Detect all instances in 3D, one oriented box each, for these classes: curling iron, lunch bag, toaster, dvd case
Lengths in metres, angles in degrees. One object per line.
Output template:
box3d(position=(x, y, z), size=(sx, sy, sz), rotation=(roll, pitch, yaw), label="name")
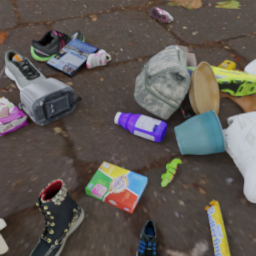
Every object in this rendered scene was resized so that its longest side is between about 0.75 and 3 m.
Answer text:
box3d(position=(1.850, -0.775, 9.483), size=(0.376, 0.194, 1.516), rotation=(11, 35, -20), label="curling iron")
box3d(position=(1.181, -1.537, 8.822), size=(1.405, 1.691, 2.017), rotation=(33, 31, -15), label="lunch bag")
box3d(position=(-2.543, -0.925, 9.008), size=(1.815, 1.031, 1.172), rotation=(-32, 49, -34), label="toaster")
box3d(position=(-2.235, -2.862, 11.339), size=(1.302, 0.160, 1.825), rotation=(28, 62, 18), label="dvd case")

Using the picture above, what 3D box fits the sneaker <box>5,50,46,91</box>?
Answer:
box3d(position=(-3.775, -2.014, 10.182), size=(2.511, 0.995, 0.928), rotation=(35, 51, 28), label="sneaker")

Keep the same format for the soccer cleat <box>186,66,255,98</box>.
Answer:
box3d(position=(3.239, -1.793, 9.893), size=(3.001, 0.970, 1.255), rotation=(3, 54, 6), label="soccer cleat")

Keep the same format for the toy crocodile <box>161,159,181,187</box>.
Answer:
box3d(position=(1.107, 1.166, 7.316), size=(0.268, 0.293, 0.867), rotation=(34, 60, -6), label="toy crocodile")

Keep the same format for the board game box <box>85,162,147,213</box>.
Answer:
box3d(position=(-0.282, 1.465, 7.064), size=(1.269, 0.256, 0.971), rotation=(18, 46, 18), label="board game box")

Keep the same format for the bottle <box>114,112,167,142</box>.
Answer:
box3d(position=(0.356, -0.077, 8.491), size=(1.564, 0.511, 0.653), rotation=(18, 47, 18), label="bottle")

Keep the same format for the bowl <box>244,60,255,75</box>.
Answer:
box3d(position=(5.213, -1.900, 10.351), size=(1.591, 0.594, 1.589), rotation=(-34, 53, -29), label="bowl")

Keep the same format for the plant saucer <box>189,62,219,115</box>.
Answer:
box3d(position=(2.343, -1.071, 8.750), size=(0.339, 1.915, 1.915), rotation=(-5, 35, 39), label="plant saucer")

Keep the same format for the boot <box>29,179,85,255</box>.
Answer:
box3d(position=(-1.657, 1.972, 5.758), size=(0.585, 1.223, 1.619), rotation=(12, 45, 33), label="boot")

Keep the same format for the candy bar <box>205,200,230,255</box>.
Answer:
box3d(position=(1.923, 2.386, 5.955), size=(0.202, 0.454, 1.820), rotation=(16, 41, -10), label="candy bar")

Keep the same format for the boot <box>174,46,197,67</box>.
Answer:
box3d(position=(2.096, -2.797, 11.385), size=(1.219, 0.586, 1.667), rotation=(-5, 42, 4), label="boot")

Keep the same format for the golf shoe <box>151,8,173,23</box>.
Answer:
box3d(position=(1.738, -5.871, 14.641), size=(0.635, 0.501, 1.380), rotation=(-18, 52, -36), label="golf shoe")

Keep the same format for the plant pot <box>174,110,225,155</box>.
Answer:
box3d(position=(1.920, 0.220, 7.775), size=(1.133, 1.206, 1.206), rotation=(-14, 44, 4), label="plant pot")

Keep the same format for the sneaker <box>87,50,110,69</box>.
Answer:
box3d(position=(-1.167, -2.751, 11.306), size=(0.546, 0.503, 1.237), rotation=(25, 49, 26), label="sneaker")

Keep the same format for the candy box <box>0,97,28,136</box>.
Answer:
box3d(position=(-3.949, -0.389, 8.794), size=(1.369, 0.418, 0.934), rotation=(32, 42, 29), label="candy box")

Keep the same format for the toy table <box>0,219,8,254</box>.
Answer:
box3d(position=(-3.038, 2.085, 5.425), size=(1.375, 1.496, 0.876), rotation=(-1, 22, 40), label="toy table")

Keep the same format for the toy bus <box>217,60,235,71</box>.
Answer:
box3d(position=(3.617, -2.150, 10.634), size=(1.019, 0.558, 1.080), rotation=(-4, 43, -4), label="toy bus")

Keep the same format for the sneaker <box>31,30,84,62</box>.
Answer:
box3d(position=(-2.905, -3.632, 11.827), size=(2.502, 1.048, 0.960), rotation=(-33, 53, -30), label="sneaker")

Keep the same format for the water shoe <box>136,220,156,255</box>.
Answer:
box3d(position=(0.384, 2.415, 5.773), size=(0.384, 0.424, 1.074), rotation=(5, 36, 0), label="water shoe")

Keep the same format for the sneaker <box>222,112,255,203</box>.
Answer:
box3d(position=(3.146, 0.712, 7.514), size=(1.468, 1.103, 2.947), rotation=(-3, 41, 28), label="sneaker")
